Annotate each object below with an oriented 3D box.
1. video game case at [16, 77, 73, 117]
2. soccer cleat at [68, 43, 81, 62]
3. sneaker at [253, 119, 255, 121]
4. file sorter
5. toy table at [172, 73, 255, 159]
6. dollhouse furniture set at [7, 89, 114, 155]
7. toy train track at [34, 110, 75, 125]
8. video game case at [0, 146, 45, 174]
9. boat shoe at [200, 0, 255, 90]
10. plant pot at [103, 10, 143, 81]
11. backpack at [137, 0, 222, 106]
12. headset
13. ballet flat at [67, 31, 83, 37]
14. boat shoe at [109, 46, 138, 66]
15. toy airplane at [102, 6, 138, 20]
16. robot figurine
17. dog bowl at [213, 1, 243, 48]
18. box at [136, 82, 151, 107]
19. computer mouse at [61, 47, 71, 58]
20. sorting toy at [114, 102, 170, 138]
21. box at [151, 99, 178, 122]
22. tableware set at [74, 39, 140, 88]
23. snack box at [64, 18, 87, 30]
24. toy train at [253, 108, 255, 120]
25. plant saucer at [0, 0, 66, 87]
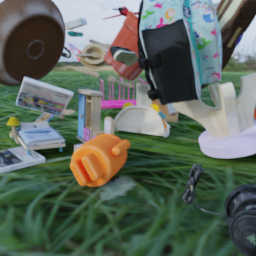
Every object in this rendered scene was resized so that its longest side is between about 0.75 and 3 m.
[{"bbox_3d":[-2.032,-0.710,6.771,1.141,0.131,1.039,16,-35,-24],"label":"video game case"},{"bbox_3d":[-2.452,-3.633,13.332,0.423,1.106,0.369,-36,-8,17],"label":"soccer cleat"},{"bbox_3d":[5.745,-0.568,10.042,2.934,1.278,1.093,-3,15,-6],"label":"sneaker"},{"bbox_3d":[-0.355,-1.876,14.833,2.250,1.411,1.563,-3,15,-10],"label":"file sorter"},{"bbox_3d":[2.665,-0.392,7.551,2.610,1.663,2.839,-18,6,0],"label":"toy table"},{"bbox_3d":[-1.897,-0.185,7.601,2.422,1.581,2.287,-4,14,-28],"label":"dollhouse furniture set"},{"bbox_3d":[-3.107,-0.336,10.932,1.676,0.475,2.922,8,20,2],"label":"toy train track"},{"bbox_3d":[-2.909,0.775,7.065,1.166,0.150,1.283,-11,19,-39],"label":"video game case"},{"bbox_3d":[2.459,-2.499,8.118,1.110,3.007,1.112,9,34,-40],"label":"boat shoe"},{"bbox_3d":[0.201,-3.008,10.737,2.025,1.970,2.025,36,15,-12],"label":"plant pot"},{"bbox_3d":[1.143,-2.129,6.633,1.929,2.274,2.562,-14,48,11],"label":"backpack"},{"bbox_3d":[1.775,1.164,3.940,2.002,0.941,1.236,14,16,9],"label":"headset"},{"bbox_3d":[-2.617,-4.610,13.751,0.819,0.283,0.291,-4,24,-23],"label":"ballet flat"},{"bbox_3d":[-0.155,-2.243,8.629,0.452,0.509,1.363,46,27,16],"label":"boat shoe"},{"bbox_3d":[0.054,-4.777,11.724,2.130,0.392,2.130,-3,8,0],"label":"toy airplane"},{"bbox_3d":[-0.598,0.654,5.969,0.927,1.143,1.589,26,21,13],"label":"robot figurine"},{"bbox_3d":[2.993,-3.351,9.760,0.746,1.894,1.894,23,-4,-43],"label":"dog bowl"},{"bbox_3d":[1.497,-1.491,13.495,1.123,1.318,2.062,-13,19,-42],"label":"box"},{"bbox_3d":[-2.835,-2.758,9.755,1.764,0.517,0.300,14,25,4],"label":"computer mouse"},{"bbox_3d":[0.684,-0.223,9.900,1.920,1.026,1.729,7,-3,26],"label":"sorting toy"},{"bbox_3d":[1.496,-1.027,11.443,1.099,1.443,0.767,2,15,8],"label":"box"},{"bbox_3d":[-0.777,-3.081,12.598,2.926,1.934,0.586,18,-24,5],"label":"tableware set"},{"bbox_3d":[-2.366,-4.672,12.625,0.841,0.313,1.182,-14,19,8],"label":"snack box"},{"bbox_3d":[4.892,0.013,7.965,2.703,0.752,2.030,9,-8,35],"label":"toy train"},{"bbox_3d":[-2.525,-2.108,7.277,0.472,2.581,2.581,36,30,23],"label":"plant saucer"}]
